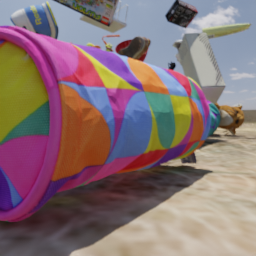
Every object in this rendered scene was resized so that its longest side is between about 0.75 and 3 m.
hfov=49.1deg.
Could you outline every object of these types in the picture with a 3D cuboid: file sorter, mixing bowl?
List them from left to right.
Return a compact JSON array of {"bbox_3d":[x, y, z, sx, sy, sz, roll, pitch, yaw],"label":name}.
[{"bbox_3d":[-0.755,-3.778,9.098,1.294,0.806,0.898,12,-5,-32],"label":"file sorter"},{"bbox_3d":[0.192,-3.395,13.189,1.567,1.567,0.848,-2,-43,3],"label":"mixing bowl"}]

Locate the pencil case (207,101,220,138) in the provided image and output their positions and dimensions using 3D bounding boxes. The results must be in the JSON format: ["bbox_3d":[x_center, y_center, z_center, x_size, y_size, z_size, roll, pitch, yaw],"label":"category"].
[{"bbox_3d":[1.598,-0.202,7.320,1.122,1.219,2.637,12,9,27],"label":"pencil case"}]

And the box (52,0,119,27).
[{"bbox_3d":[-1.041,-3.238,6.853,1.612,0.280,0.887,23,-43,-4],"label":"box"}]

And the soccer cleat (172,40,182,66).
[{"bbox_3d":[2.541,-2.778,12.035,1.006,2.329,0.814,-5,-24,-24],"label":"soccer cleat"}]

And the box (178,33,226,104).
[{"bbox_3d":[2.436,-2.043,9.532,0.842,2.464,1.012,-4,-30,-7],"label":"box"}]

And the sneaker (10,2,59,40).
[{"bbox_3d":[-2.680,-2.329,7.941,1.123,1.010,2.731,-22,-20,-25],"label":"sneaker"}]

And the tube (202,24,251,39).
[{"bbox_3d":[3.713,-3.714,10.666,1.752,0.455,0.508,-5,43,14],"label":"tube"}]

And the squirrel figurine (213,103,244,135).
[{"bbox_3d":[3.318,-0.605,11.601,2.596,1.968,2.781,7,5,3],"label":"squirrel figurine"}]

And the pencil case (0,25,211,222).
[{"bbox_3d":[-0.098,-0.054,2.827,1.289,1.289,2.916,1,1,32],"label":"pencil case"}]

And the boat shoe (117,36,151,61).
[{"bbox_3d":[0.189,-2.700,10.197,0.634,0.669,1.767,-17,-4,-38],"label":"boat shoe"}]

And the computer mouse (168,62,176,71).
[{"bbox_3d":[1.723,-2.021,13.690,0.514,1.286,2.345,17,-33,-8],"label":"computer mouse"}]

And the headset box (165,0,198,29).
[{"bbox_3d":[1.951,-4.059,10.044,0.990,0.382,0.737,6,-36,-30],"label":"headset box"}]

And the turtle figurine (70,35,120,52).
[{"bbox_3d":[-1.272,-2.653,11.318,2.473,1.995,0.797,-25,45,-13],"label":"turtle figurine"}]
